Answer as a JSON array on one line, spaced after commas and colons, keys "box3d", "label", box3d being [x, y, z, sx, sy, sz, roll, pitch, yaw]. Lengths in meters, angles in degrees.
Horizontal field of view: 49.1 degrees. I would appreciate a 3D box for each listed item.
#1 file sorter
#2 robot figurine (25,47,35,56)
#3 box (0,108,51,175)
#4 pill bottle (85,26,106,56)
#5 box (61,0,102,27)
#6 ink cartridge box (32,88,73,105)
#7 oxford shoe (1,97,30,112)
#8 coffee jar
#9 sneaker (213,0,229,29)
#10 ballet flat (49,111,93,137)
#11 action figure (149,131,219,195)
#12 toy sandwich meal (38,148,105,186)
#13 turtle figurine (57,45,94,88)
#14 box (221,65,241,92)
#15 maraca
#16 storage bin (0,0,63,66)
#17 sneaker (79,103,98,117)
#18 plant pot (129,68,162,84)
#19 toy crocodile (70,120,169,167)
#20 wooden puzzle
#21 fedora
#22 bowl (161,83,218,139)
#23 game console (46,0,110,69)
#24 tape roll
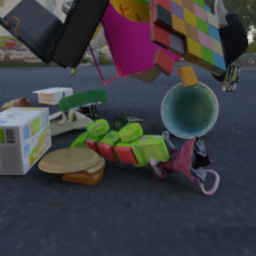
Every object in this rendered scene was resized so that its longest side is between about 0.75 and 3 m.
[{"box3d": [0.346, -2.686, 8.696, 2.780, 1.932, 1.743, -22, 5, -25], "label": "file sorter"}, {"box3d": [-3.416, -3.290, 10.422, 1.539, 1.025, 1.815, 37, 5, -40], "label": "robot figurine"}, {"box3d": [-2.818, 0.237, 7.139, 1.082, 1.201, 2.136, 0, 16, 1], "label": "box"}, {"box3d": [-1.346, -4.210, 12.348, 1.112, 1.985, 1.112, 35, 18, -13], "label": "pill bottle"}, {"box3d": [-1.219, -4.008, 9.641, 1.195, 0.348, 1.746, 44, 53, 15], "label": "box"}, {"box3d": [-4.038, -1.706, 15.122, 1.145, 0.675, 1.989, 7, 17, 25], "label": "ink cartridge box"}, {"box3d": [-4.251, -0.581, 10.596, 1.035, 0.993, 2.805, -10, 4, -15], "label": "oxford shoe"}, {"box3d": [0.095, -0.050, 9.260, 0.762, 0.623, 1.461, -7, 16, -25], "label": "coffee jar"}, {"box3d": [2.724, -3.392, 8.193, 0.408, 0.995, 0.372, -1, 0, 13], "label": "sneaker"}, {"box3d": [-2.066, -0.219, 9.625, 0.803, 0.803, 2.312, 13, 20, 39], "label": "ballet flat"}, {"box3d": [1.107, 0.747, 6.121, 1.589, 1.183, 1.065, -23, 25, 55], "label": "action figure"}, {"box3d": [-1.246, 0.867, 6.312, 1.504, 0.515, 1.504, -3, 14, 1], "label": "toy sandwich meal"}, {"box3d": [-2.279, -2.758, 11.114, 1.272, 1.767, 1.714, 45, 40, 22], "label": "turtle figurine"}, {"box3d": [3.208, -1.529, 8.732, 0.650, 0.811, 0.180, -7, 21, -43], "label": "box"}, {"box3d": [0.022, -3.115, 6.361, 2.077, 1.111, 1.424, 21, 26, -14], "label": "maraca"}, {"box3d": [-2.892, -3.109, 8.590, 1.938, 1.301, 1.410, 40, 0, 18], "label": "storage bin"}, {"box3d": [-1.714, -0.750, 12.064, 0.635, 0.592, 1.602, -16, 14, -18], "label": "sneaker"}, {"box3d": [0.591, -3.070, 11.966, 2.002, 1.773, 2.000, 15, 27, -23], "label": "plant pot"}, {"box3d": [-0.292, 0.443, 6.709, 2.778, 0.938, 0.858, 6, 39, 38], "label": "toy crocodile"}, {"box3d": [1.120, -2.005, 5.316, 1.748, 2.947, 0.207, 15, -29, -33], "label": "wooden puzzle"}, {"box3d": [3.387, -3.082, 9.992, 1.359, 2.976, 2.976, -23, 13, 10], "label": "fedora"}, {"box3d": [2.125, -0.525, 9.338, 1.866, 1.866, 0.976, 8, -2, 27], "label": "bowl"}, {"box3d": [-1.217, -2.595, 7.830, 1.230, 2.114, 1.859, 28, 1, 8], "label": "game console"}, {"box3d": [-1.940, -1.165, 12.238, 2.095, 0.504, 2.095, -14, 0, 0], "label": "tape roll"}]
